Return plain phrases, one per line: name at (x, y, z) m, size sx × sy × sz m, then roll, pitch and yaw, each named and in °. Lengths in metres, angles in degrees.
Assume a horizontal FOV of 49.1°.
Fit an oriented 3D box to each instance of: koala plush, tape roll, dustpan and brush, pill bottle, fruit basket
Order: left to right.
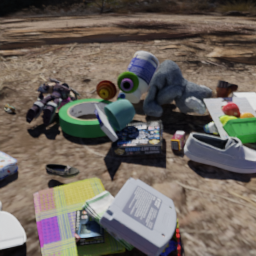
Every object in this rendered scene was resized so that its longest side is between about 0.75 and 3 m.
dustpan and brush at (-3.149, 2.272, 6.672) m, size 1.280 × 0.525 × 1.834 m, roll -6°, pitch 36°, yaw -20°
tape roll at (-1.527, -0.457, 11.453) m, size 2.510 × 0.603 × 2.510 m, roll 0°, pitch 29°, yaw 0°
pill bottle at (0.480, -2.366, 13.318) m, size 1.337 × 1.337 × 2.233 m, roll 15°, pitch 69°, yaw 26°
koala plush at (2.286, -1.453, 11.921) m, size 2.525 × 2.320 × 2.239 m, roll 24°, pitch 33°, yaw 16°
fruit basket at (3.945, -0.332, 10.361) m, size 1.865 × 0.944 × 2.013 m, roll -5°, pitch 48°, yaw -13°

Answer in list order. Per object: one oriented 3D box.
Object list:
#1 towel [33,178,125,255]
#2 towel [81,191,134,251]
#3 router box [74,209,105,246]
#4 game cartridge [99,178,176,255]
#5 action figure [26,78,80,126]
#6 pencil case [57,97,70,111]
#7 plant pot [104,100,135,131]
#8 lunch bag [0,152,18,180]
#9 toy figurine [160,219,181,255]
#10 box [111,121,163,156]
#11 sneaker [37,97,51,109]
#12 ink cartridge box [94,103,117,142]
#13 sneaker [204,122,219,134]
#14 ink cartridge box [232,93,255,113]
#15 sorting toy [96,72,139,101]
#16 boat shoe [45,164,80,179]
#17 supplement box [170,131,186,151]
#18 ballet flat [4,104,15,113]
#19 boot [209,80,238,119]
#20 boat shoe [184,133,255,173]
towel at (-1.283, 2.199, 6.904) m, size 1.858 × 0.295 × 2.587 m, roll -10°, pitch 31°, yaw -18°
towel at (-0.238, 2.033, 6.393) m, size 1.441 × 0.221 × 1.075 m, roll 34°, pitch 19°, yaw 20°
router box at (-0.865, 2.209, 6.311) m, size 0.638 × 0.265 × 0.852 m, roll -4°, pitch 29°, yaw -7°
game cartridge at (0.356, 1.926, 6.291) m, size 1.464 × 0.450 × 2.200 m, roll 27°, pitch 15°, yaw 10°
action figure at (-3.202, -1.194, 12.039) m, size 1.860 × 0.992 × 2.858 m, roll 19°, pitch 36°, yaw 4°
pencil case at (-2.910, -1.197, 12.914) m, size 0.566 × 0.548 × 1.208 m, roll -33°, pitch 28°, yaw 14°
plant pot at (-0.248, -0.535, 10.096) m, size 0.828 × 1.032 × 1.032 m, roll -34°, pitch 39°, yaw -15°
lunch bag at (-3.987, 1.171, 8.652) m, size 1.151 × 0.435 × 0.922 m, roll 20°, pitch 32°, yaw 33°
toy figurine at (0.845, 2.480, 6.179) m, size 0.585 × 0.515 × 0.976 m, roll -4°, pitch 24°, yaw 8°
box at (0.366, 0.357, 9.945) m, size 1.706 × 0.424 × 1.693 m, roll -5°, pitch 30°, yaw 10°
sneaker at (-3.839, -1.183, 12.912) m, size 1.107 × 0.488 × 0.450 m, roll 17°, pitch 33°, yaw 29°
ink cartridge box at (-0.827, -0.184, 9.404) m, size 0.218 × 1.072 × 1.069 m, roll -33°, pitch 38°, yaw 5°
sneaker at (3.101, 0.053, 10.529) m, size 0.632 × 0.456 × 1.204 m, roll -13°, pitch -9°, yaw 34°
ink cartridge box at (5.579, -1.019, 12.629) m, size 1.061 × 0.490 × 1.947 m, roll -2°, pitch 30°, yaw -4°
sorting toy at (-0.459, -1.571, 11.768) m, size 1.906 × 1.145 × 0.782 m, roll -16°, pitch 22°, yaw 16°
boat shoe at (-1.938, 1.230, 8.147) m, size 1.080 × 0.308 × 0.361 m, roll 0°, pitch 38°, yaw 18°
supplement box at (1.784, 0.456, 9.935) m, size 0.322 × 0.415 × 0.752 m, roll 5°, pitch 27°, yaw 28°
ballet flat at (-5.355, -0.847, 12.580) m, size 0.813 × 0.276 × 0.294 m, roll 25°, pitch 57°, yaw 38°
boot at (3.960, -1.082, 11.525) m, size 0.538 × 1.571 × 1.479 m, roll 17°, pitch 12°, yaw 35°
boat shoe at (3.120, 0.697, 8.863) m, size 2.571 × 0.881 × 0.926 m, roll 14°, pitch 36°, yaw 12°
